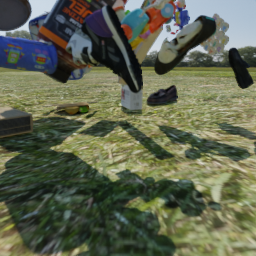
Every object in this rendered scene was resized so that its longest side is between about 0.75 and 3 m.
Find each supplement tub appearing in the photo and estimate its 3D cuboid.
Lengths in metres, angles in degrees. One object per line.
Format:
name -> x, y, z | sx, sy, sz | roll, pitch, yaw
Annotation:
supplement tub -> -1.356, -2.651, 7.426 | 1.552, 2.902, 1.552 | 32, 8, -5

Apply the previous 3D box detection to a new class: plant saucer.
plant saucer -> -3.730, -3.508, 8.446 | 1.590, 1.590, 0.255 | -3, -19, -12

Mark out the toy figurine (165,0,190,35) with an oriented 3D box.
toy figurine -> 1.932, -4.097, 9.911 | 0.879, 1.666, 0.998 | -22, 37, -18

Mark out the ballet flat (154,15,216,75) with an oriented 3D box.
ballet flat -> 1.706, -2.854, 9.508 | 2.651, 0.901, 0.907 | -38, -31, 30

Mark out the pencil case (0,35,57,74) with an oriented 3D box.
pencil case -> -2.366, -1.626, 6.073 | 1.752, 0.761, 0.684 | -2, 39, -43

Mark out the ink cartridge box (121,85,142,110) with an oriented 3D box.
ink cartridge box -> 0.138, -1.457, 12.205 | 0.544, 1.139, 1.298 | -5, 16, -18

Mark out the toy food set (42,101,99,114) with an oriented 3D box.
toy food set -> -2.253, -0.805, 11.379 | 2.022, 0.406, 1.396 | -3, 6, 9

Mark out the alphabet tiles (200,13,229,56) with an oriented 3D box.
alphabet tiles -> 3.292, -3.604, 10.876 | 0.104, 1.398, 1.430 | -17, 59, -30

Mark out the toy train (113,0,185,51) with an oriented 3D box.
toy train -> 0.330, -2.519, 6.321 | 2.031, 0.752, 2.703 | -42, 2, 15

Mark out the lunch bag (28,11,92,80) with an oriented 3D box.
lunch bag -> -2.492, -3.077, 10.430 | 2.084, 2.601, 0.983 | 8, 40, 35

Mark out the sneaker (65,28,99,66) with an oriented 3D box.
sneaker -> -0.839, -1.624, 6.296 | 1.636, 0.724, 0.606 | 40, 2, 39

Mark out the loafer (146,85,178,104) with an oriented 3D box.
loafer -> 1.674, -1.660, 13.802 | 0.860, 0.754, 2.393 | 11, 18, 36

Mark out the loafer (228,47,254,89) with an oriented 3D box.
loafer -> 3.280, -1.763, 8.129 | 0.449, 1.280, 0.435 | -26, 18, 6

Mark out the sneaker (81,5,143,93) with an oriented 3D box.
sneaker -> -0.266, -1.232, 4.787 | 0.650, 1.485, 0.562 | -20, 14, 21

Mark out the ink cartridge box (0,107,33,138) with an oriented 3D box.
ink cartridge box -> -3.749, -0.172, 8.223 | 1.550, 0.582, 1.277 | 13, 18, 43

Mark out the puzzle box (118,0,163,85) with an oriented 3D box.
puzzle box -> 0.311, -3.123, 10.113 | 0.360, 2.832, 1.884 | 12, 53, -22
